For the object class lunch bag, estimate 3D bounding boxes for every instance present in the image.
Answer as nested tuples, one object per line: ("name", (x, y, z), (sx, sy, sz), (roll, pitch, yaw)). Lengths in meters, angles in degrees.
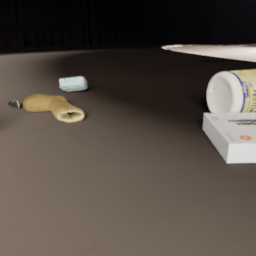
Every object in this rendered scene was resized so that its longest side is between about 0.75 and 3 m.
("lunch bag", (-2.968, -2.337, 15.065), (1.431, 0.551, 1.147), (-7, -4, 3))

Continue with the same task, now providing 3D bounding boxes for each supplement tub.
("supplement tub", (4.737, -1.348, 11.212), (2.657, 1.918, 1.918), (-8, 22, -19))

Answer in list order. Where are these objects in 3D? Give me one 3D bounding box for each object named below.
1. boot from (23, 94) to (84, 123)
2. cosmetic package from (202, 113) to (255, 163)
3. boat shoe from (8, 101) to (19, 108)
("boot", (-3.101, -0.793, 11.464), (1.986, 0.750, 2.268), (-12, 25, -26))
("cosmetic package", (3.708, 0.221, 8.894), (2.022, 0.693, 2.682), (-3, 21, 0))
("boat shoe", (-5.207, -1.058, 12.684), (0.311, 0.350, 0.937), (-17, 25, -35))
